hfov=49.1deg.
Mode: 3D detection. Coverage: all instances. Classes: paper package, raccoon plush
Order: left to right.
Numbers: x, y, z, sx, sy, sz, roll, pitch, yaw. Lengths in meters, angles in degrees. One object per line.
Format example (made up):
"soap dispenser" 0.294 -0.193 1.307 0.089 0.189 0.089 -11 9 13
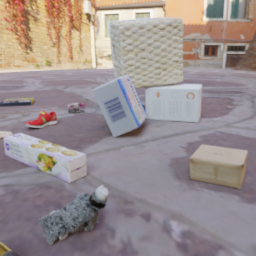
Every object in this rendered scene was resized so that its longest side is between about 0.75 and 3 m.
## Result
"raccoon plush" -0.876 1.257 4.254 0.793 1.183 0.572 -13 49 -38
"paper package" 2.108 0.848 6.507 1.131 0.585 1.078 7 17 27

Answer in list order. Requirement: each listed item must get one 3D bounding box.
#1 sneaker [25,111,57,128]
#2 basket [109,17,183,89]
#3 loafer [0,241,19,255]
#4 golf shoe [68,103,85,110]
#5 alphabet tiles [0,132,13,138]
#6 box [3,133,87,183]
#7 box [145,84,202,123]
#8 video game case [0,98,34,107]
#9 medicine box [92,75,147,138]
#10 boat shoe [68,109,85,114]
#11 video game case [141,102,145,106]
"sneaker" -3.395 -0.355 10.885 0.551 0.608 1.432 10 18 32
"basket" 0.811 -3.230 12.059 2.824 2.799 2.271 -9 22 -10
"loafer" -1.525 1.750 3.514 1.132 0.409 0.412 11 17 31
"golf shoe" -2.653 -1.136 14.333 0.900 0.339 0.412 -7 13 -28
"alphabet tiles" -4.458 0.260 9.673 0.834 0.061 0.816 2 14 7
"box" -2.199 0.691 7.146 2.804 0.543 0.581 12 19 38
"box" 1.945 -1.108 11.986 2.245 1.396 1.094 5 21 18
"video game case" -6.186 -1.445 15.686 1.620 0.207 1.464 -4 16 -12
"medicine box" -0.233 -0.853 10.068 1.004 1.776 1.950 -22 9 17
"boat shoe" -2.431 -0.802 13.241 0.840 0.239 0.281 -10 18 -32
"video game case" 1.166 -1.318 15.438 1.019 0.091 0.729 -5 15 -17
